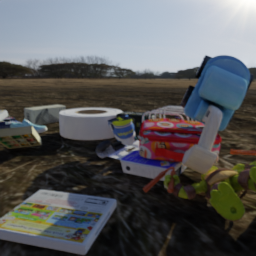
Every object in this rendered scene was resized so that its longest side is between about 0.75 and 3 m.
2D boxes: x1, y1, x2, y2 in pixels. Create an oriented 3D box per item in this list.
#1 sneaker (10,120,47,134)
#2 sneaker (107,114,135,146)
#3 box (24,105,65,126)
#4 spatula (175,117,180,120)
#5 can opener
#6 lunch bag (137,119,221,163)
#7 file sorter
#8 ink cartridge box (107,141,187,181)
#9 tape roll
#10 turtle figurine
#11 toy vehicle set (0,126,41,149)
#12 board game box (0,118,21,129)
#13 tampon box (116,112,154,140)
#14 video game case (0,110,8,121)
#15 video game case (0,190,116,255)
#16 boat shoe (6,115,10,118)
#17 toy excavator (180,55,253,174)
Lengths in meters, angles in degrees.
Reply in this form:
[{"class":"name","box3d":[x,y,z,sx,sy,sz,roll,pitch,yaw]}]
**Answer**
[{"class":"sneaker","box3d":[-4.446,-0.059,12.491,1.577,0.646,0.583,-4,13,-20]},{"class":"sneaker","box3d":[-0.206,0.054,9.380,0.771,0.858,2.086,-19,11,-2]},{"class":"box","box3d":[-4.425,-0.700,15.068,0.744,0.895,2.177,10,16,37]},{"class":"spatula","box3d":[2.933,-0.484,15.816,0.370,0.135,1.310,5,14,-5]},{"class":"can opener","box3d":[-0.367,0.578,9.357,1.530,0.511,0.408,-19,51,-29]},{"class":"lunch bag","box3d":[1.383,0.409,7.802,2.218,0.909,1.954,4,18,6]},{"class":"file sorter","box3d":[1.622,0.011,10.264,1.581,1.419,2.279,7,13,27]},{"class":"ink cartridge box","box3d":[0.705,0.907,8.196,1.967,0.427,1.949,10,16,27]},{"class":"tape roll","box3d":[-1.653,-0.249,12.547,2.858,0.999,2.858,0,12,0]},{"class":"turtle figurine","box3d":[1.799,1.159,5.641,2.972,0.957,2.397,-14,-2,0]},{"class":"toy vehicle set","box3d":[-3.649,0.346,9.367,1.169,0.249,1.881,-7,-13,-10]},{"class":"board game box","box3d":[-6.040,-0.161,13.152,1.867,0.576,1.866,-9,15,-37]},{"class":"tampon box","box3d":[0.309,-0.098,11.672,1.379,1.033,0.871,6,13,27]},{"class":"video game case","box3d":[-6.846,-0.037,11.262,2.677,0.337,2.942,-1,23,11]},{"class":"video game case","box3d":[-1.303,1.659,5.235,1.792,0.205,1.630,4,12,14]},{"class":"boat shoe","box3d":[-7.008,-0.539,14.895,0.694,0.653,1.932,3,10,20]},{"class":"toy excavator","box3d":[2.129,-0.507,7.076,1.487,2.894,2.977,26,9,6]}]
